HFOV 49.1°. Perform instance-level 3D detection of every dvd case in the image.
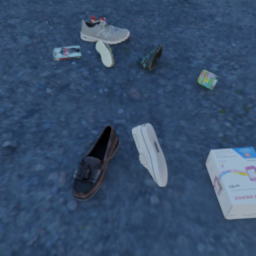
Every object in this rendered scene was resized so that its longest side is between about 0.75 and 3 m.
[{"bbox_3d":[-3.239,-3.953,14.806,1.428,0.157,1.042,-9,47,-7],"label":"dvd case"}]

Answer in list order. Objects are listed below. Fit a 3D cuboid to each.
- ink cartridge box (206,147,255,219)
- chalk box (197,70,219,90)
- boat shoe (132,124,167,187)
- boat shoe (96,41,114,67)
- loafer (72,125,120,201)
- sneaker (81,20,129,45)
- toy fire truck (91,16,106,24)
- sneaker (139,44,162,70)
[{"bbox_3d":[3.547,1.704,8.874,1.504,0.881,2.082,-4,47,-4],"label":"ink cartridge box"},{"bbox_3d":[3.539,-2.113,12.374,0.617,0.620,0.996,23,19,-5],"label":"chalk box"},{"bbox_3d":[0.680,0.937,9.187,0.700,2.131,0.767,-15,11,29],"label":"boat shoe"},{"bbox_3d":[-1.082,-3.760,14.291,0.537,0.641,1.795,4,47,-42],"label":"boat shoe"},{"bbox_3d":[-1.131,1.053,9.452,1.025,0.898,2.852,11,46,19],"label":"loafer"},{"bbox_3d":[-1.318,-5.362,15.474,2.754,1.129,1.029,2,46,2],"label":"sneaker"},{"bbox_3d":[-1.796,-6.450,17.098,0.868,0.300,1.231,-7,47,-6],"label":"toy fire truck"},{"bbox_3d":[1.170,-3.643,14.069,0.700,0.666,1.766,18,56,23],"label":"sneaker"}]
